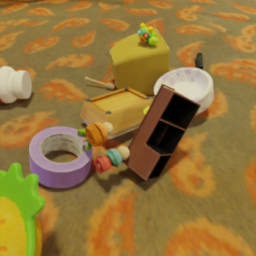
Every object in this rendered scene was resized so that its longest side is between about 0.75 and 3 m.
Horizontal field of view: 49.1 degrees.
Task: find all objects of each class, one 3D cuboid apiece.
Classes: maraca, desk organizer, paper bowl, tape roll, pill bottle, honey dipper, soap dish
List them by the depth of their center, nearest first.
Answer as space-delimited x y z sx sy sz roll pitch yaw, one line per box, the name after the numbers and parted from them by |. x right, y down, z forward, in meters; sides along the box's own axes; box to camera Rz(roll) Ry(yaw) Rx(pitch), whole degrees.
-2.391 2.047 5.470 1.820 2.654 1.420 19 2 31 | maraca
0.870 0.162 7.624 0.943 2.450 0.878 35 15 28 | desk organizer
-1.891 0.801 7.943 1.724 0.733 1.724 8 42 -7 | tape roll
-0.310 -0.584 9.378 2.159 0.877 1.699 -23 37 -30 | soap dish
1.983 -1.137 9.926 2.010 1.045 2.010 -10 44 10 | paper bowl
-4.975 -1.604 10.430 2.430 1.363 1.363 0 41 2 | pill bottle
-1.163 -1.821 11.366 1.261 0.240 0.240 17 43 3 | honey dipper

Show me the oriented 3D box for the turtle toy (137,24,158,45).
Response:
0.703 -3.279 10.064 0.930 0.678 0.470 33 78 27 | turtle toy

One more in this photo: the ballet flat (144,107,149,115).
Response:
0.860 0.006 8.784 0.494 1.473 0.492 -9 18 37 | ballet flat

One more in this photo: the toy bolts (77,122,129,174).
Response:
-0.527 0.388 7.269 0.943 1.299 1.360 -26 85 -26 | toy bolts

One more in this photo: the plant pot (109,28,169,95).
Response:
0.369 -2.493 11.083 2.036 1.977 1.990 -10 42 -4 | plant pot

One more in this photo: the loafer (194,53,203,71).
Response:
2.882 -2.487 11.257 0.358 1.056 0.371 0 6 -30 | loafer
